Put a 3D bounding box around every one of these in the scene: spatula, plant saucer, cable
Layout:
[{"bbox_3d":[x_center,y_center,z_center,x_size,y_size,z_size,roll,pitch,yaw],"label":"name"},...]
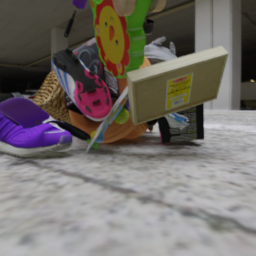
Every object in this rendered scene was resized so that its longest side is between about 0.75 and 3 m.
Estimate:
[{"bbox_3d":[-1.603,-0.077,6.170,0.749,0.272,2.649,-19,-21,22],"label":"spatula"},{"bbox_3d":[-1.714,-3.545,8.848,0.422,1.494,0.154,15,30,-28],"label":"spatula"},{"bbox_3d":[-0.681,-1.062,8.073,3.000,3.000,0.562,4,-13,35],"label":"plant saucer"},{"bbox_3d":[-0.368,-0.146,8.670,1.953,0.365,1.953,16,-18,5],"label":"plant saucer"},{"bbox_3d":[0.685,-1.519,9.090,2.271,2.272,0.786,-18,39,19],"label":"cable"}]

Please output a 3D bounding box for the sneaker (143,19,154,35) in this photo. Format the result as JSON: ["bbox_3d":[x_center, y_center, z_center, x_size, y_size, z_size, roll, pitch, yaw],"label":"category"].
[{"bbox_3d":[0.317,-2.938,8.155,0.872,0.326,0.463,-13,-22,-15],"label":"sneaker"}]

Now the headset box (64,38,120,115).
[{"bbox_3d":[-1.059,-1.489,7.701,1.391,1.869,0.722,-20,-24,28],"label":"headset box"}]

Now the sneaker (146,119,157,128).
[{"bbox_3d":[-0.049,-0.805,8.643,2.410,0.921,1.381,23,-36,-6],"label":"sneaker"}]

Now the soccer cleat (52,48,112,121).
[{"bbox_3d":[-1.059,-0.921,6.641,0.800,2.290,0.989,-27,-27,-17],"label":"soccer cleat"}]

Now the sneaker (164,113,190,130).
[{"bbox_3d":[1.086,-0.197,6.972,0.901,0.390,0.338,28,35,-16],"label":"sneaker"}]

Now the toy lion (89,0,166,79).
[{"bbox_3d":[-0.302,-2.504,6.070,0.898,2.616,2.508,-17,-20,-23],"label":"toy lion"}]

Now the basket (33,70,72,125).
[{"bbox_3d":[-2.110,-1.165,10.717,2.110,2.021,2.832,33,-13,-26],"label":"basket"}]

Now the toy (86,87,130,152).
[{"bbox_3d":[-0.249,-0.289,6.671,0.469,1.988,1.145,37,15,-11],"label":"toy"}]

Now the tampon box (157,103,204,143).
[{"bbox_3d":[1.394,-0.743,7.876,1.206,1.910,1.432,-5,20,4],"label":"tampon box"}]

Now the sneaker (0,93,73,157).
[{"bbox_3d":[-2.492,-0.126,6.525,2.798,1.392,0.973,3,6,31],"label":"sneaker"}]

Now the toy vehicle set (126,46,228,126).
[{"bbox_3d":[1.033,-0.866,5.987,2.109,1.310,0.280,-18,52,-11],"label":"toy vehicle set"}]

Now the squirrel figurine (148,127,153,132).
[{"bbox_3d":[0.052,-0.431,10.643,2.188,1.659,2.344,20,37,-2],"label":"squirrel figurine"}]
